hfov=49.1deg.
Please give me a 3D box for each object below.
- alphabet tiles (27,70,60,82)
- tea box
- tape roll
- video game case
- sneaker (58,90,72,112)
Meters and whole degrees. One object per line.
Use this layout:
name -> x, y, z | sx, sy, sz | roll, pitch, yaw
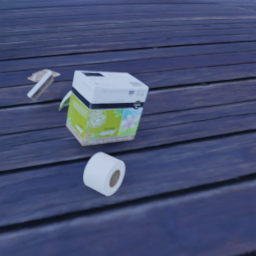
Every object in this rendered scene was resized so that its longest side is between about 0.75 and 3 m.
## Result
alphabet tiles -> -4.613, -2.802, 15.107 | 1.200, 0.054, 1.436 | 23, 39, 30
tea box -> -0.757, -0.700, 9.619 | 2.138, 2.104, 1.429 | -6, 34, -36
tape roll -> -0.661, 1.305, 7.943 | 0.716, 1.043, 1.043 | 19, 38, 28
video game case -> -3.623, -1.712, 11.726 | 1.292, 0.158, 1.807 | -50, 11, -8
sneaker -> -2.578, -1.099, 11.992 | 1.081, 0.479, 0.416 | -55, 18, -10
